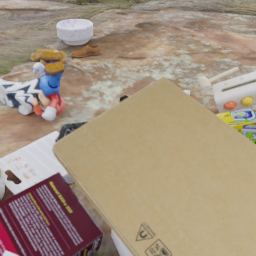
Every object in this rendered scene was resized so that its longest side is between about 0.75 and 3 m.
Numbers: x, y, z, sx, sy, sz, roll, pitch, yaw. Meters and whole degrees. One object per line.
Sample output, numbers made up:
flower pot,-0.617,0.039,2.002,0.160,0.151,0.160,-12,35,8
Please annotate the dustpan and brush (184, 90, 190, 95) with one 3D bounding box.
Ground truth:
dustpan and brush,1.404,-0.775,8.334,1.495,0.613,2.142,11,43,31

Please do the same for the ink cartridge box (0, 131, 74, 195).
ink cartridge box,-1.847,0.845,6.116,1.423,0.443,1.768,29,46,33

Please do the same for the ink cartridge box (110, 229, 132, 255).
ink cartridge box,0.824,1.327,4.420,2.044,1.508,0.875,-17,51,-24

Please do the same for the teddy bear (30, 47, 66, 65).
teddy bear,-3.231,-2.931,11.292,1.482,0.495,1.075,27,46,33

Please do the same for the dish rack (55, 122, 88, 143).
dish rack,-0.509,0.387,6.288,1.888,0.515,1.448,28,21,28

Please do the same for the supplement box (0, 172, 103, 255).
supplement box,-1.781,1.875,4.139,2.509,0.764,1.365,-26,59,-31

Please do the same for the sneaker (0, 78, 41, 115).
sneaker,-3.200,-1.162,8.640,1.825,0.728,1.187,24,41,29

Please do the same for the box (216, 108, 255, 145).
box,1.933,0.172,6.429,2.105,0.738,0.677,-11,29,-3

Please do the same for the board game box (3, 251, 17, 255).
board game box,-0.704,2.576,3.029,2.337,0.400,1.571,20,48,3

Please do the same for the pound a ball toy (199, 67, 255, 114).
pound a ball toy,2.916,-0.994,7.397,1.793,1.169,0.762,-16,48,21

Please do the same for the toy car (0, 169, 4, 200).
toy car,-3.159,1.022,5.100,1.315,1.127,1.503,31,61,33

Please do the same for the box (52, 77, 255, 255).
box,0.613,0.563,3.702,2.193,0.285,2.683,-34,58,-22

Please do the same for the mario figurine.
mario figurine,-2.215,-0.975,7.367,1.029,1.941,1.198,18,45,-2

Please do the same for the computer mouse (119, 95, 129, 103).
computer mouse,0.008,-0.227,6.723,0.265,1.151,0.808,-10,50,28

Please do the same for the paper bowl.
paper bowl,-2.441,-4.422,13.027,1.651,0.859,1.651,0,36,0

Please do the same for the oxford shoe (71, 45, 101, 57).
oxford shoe,-1.792,-3.258,11.787,1.271,0.453,0.453,-13,39,-14
